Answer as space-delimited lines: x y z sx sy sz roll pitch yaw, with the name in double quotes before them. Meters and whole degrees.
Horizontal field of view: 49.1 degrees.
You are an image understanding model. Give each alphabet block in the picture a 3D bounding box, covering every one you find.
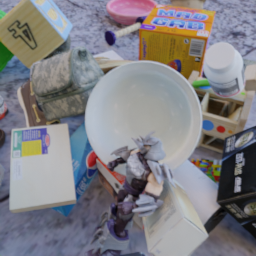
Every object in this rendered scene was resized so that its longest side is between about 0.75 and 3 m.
"alphabet block" -2.976 -3.172 8.891 1.624 1.594 1.586 -30 30 20

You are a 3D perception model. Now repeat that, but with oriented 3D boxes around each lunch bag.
"lunch bag" -1.482 -1.087 6.882 1.771 1.485 1.234 -8 18 37

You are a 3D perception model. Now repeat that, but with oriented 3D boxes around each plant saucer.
"plant saucer" 0.200 -5.905 14.177 2.579 0.654 2.579 -1 44 1

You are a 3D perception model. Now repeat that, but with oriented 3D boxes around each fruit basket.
"fruit basket" -5.190 -3.224 10.021 2.668 1.924 2.668 -2 83 20

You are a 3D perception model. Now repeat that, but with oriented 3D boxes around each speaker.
"speaker" 0.912 1.100 6.498 1.203 1.203 2.963 -29 51 -26

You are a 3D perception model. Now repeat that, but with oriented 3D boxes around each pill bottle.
"pill bottle" 1.997 -1.188 5.818 0.757 1.368 0.757 -7 73 24

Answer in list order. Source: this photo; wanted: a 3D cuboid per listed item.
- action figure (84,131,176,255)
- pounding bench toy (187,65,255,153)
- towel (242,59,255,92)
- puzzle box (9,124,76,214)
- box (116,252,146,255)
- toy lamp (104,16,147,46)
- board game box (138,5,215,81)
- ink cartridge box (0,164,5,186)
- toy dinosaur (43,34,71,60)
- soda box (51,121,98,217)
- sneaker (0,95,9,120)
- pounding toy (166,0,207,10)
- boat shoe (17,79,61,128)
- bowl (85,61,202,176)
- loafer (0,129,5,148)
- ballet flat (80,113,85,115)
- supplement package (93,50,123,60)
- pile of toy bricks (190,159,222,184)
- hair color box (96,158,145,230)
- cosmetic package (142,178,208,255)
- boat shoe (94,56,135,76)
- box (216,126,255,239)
"action figure" 0.014 1.226 5.142 0.918 2.646 1.722 16 21 -13
"pounding bench toy" 2.206 -0.718 7.452 1.949 2.499 1.553 19 47 18
"towel" 4.465 -2.015 10.454 1.891 0.327 1.820 21 45 23
"puzzle box" -1.846 0.788 6.043 1.271 0.243 1.911 -6 56 -11
"box" -0.715 3.242 3.242 2.691 1.697 2.738 -19 41 20
"toy lamp" 0.095 -4.458 12.626 2.521 0.734 0.734 -34 53 -31
"board game box" 1.664 -2.768 9.825 2.143 2.145 2.143 13 45 13
"ink cartridge box" -3.679 0.976 5.578 1.089 2.490 1.809 -1 51 7
"toy dinosaur" -2.715 -3.137 10.881 1.278 0.962 2.499 8 68 10
"soda box" -1.145 0.757 6.947 0.892 0.844 2.630 24 52 14
"sneaker" -4.175 -0.383 8.278 0.522 0.837 1.562 7 44 12
"pounding toy" 2.816 -5.902 14.228 2.350 1.348 1.344 -3 15 -16
"boat shoe" -2.277 -0.302 7.658 0.872 0.723 2.428 0 60 -54
"bowl" 0.361 -0.172 5.905 2.326 2.326 1.045 13 9 13
"loafer" -3.771 0.431 7.714 0.453 0.440 1.240 5 45 0
"ballet flat" -1.270 -0.857 8.981 2.374 0.808 0.798 2 24 -5
"supplement package" -0.666 -1.986 9.989 1.130 0.804 1.451 -24 49 -23
"pile of toy bricks" 2.020 1.102 6.778 0.683 1.231 0.608 13 81 -25
"hair color box" -0.025 1.376 6.411 0.535 0.928 1.673 -29 50 -26
"cosmetic package" 0.686 1.477 4.748 0.542 0.803 1.526 39 11 -12
"boat shoe" -0.798 -1.809 8.561 2.774 0.989 0.895 -7 56 -23
"box" 2.888 1.307 5.650 2.152 0.927 1.762 43 44 -16
